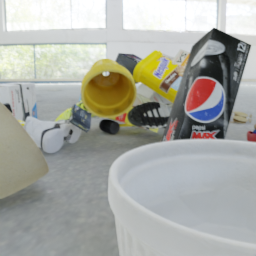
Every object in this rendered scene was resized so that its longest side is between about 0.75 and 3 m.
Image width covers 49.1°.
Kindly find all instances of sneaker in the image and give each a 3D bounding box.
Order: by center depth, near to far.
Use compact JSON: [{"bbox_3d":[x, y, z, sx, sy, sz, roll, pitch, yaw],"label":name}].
[{"bbox_3d":[-2.471,0.032,9.062,1.366,0.893,2.377,15,18,13],"label":"sneaker"},{"bbox_3d":[1.100,-0.365,9.399,2.687,0.893,1.216,-11,-14,-26],"label":"sneaker"},{"bbox_3d":[-1.793,-0.608,10.309,2.426,0.915,0.927,-26,-22,12],"label":"sneaker"}]

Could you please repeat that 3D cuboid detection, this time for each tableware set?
[{"bbox_3d":[5.342,-0.453,13.404,1.018,0.308,1.539,17,23,19],"label":"tableware set"}]

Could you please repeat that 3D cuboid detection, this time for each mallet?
[{"bbox_3d":[0.112,-0.101,11.456,2.564,0.528,0.845,-3,11,-31],"label":"mallet"}]

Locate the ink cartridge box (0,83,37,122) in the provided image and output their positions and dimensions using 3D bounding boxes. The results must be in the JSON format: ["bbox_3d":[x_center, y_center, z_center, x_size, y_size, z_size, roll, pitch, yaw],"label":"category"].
[{"bbox_3d":[-4.991,-0.992,12.167,1.065,1.828,2.528,1,12,6],"label":"ink cartridge box"}]

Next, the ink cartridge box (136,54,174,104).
[{"bbox_3d":[1.360,-1.681,11.169,0.826,1.972,1.431,30,-9,37],"label":"ink cartridge box"}]

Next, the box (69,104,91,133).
[{"bbox_3d":[-1.358,-0.278,8.013,0.611,0.198,0.775,35,26,-24],"label":"box"}]

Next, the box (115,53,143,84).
[{"bbox_3d":[0.152,-2.402,11.371,1.037,0.900,1.697,30,21,11],"label":"box"}]

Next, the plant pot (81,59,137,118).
[{"bbox_3d":[-0.649,-1.374,8.641,1.623,1.623,1.527,-2,37,-9],"label":"plant pot"}]

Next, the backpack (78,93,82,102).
[{"bbox_3d":[-1.820,-2.397,18.560,2.946,1.982,2.689,-3,13,-6],"label":"backpack"}]

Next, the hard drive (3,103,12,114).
[{"bbox_3d":[-6.040,-0.201,10.014,2.982,0.490,2.081,-14,10,11],"label":"hard drive"}]

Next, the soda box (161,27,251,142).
[{"bbox_3d":[1.541,-0.451,5.893,0.948,2.993,1.059,20,-9,-10],"label":"soda box"}]

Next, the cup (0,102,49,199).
[{"bbox_3d":[-2.844,0.513,5.084,2.278,2.278,1.629,13,47,47],"label":"cup"}]

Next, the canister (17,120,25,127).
[{"bbox_3d":[-4.058,0.082,10.153,1.018,0.593,1.371,-9,14,-36],"label":"canister"}]

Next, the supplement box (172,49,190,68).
[{"bbox_3d":[2.299,-1.737,10.744,0.829,1.421,2.254,36,0,38],"label":"supplement box"}]

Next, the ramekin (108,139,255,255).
[{"bbox_3d":[1.151,1.137,3.104,2.746,1.441,2.746,0,13,0],"label":"ramekin"}]

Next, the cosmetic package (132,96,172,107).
[{"bbox_3d":[0.780,-0.970,13.548,2.802,1.222,1.448,12,17,44],"label":"cosmetic package"}]

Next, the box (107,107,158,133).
[{"bbox_3d":[-0.141,-0.519,10.921,2.702,0.677,1.017,17,-1,23],"label":"box"}]

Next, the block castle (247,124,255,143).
[{"bbox_3d":[4.087,0.549,6.731,1.544,1.084,2.310,-1,12,-6],"label":"block castle"}]

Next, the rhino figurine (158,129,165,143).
[{"bbox_3d":[1.190,0.271,7.222,0.658,1.504,0.450,28,-14,6],"label":"rhino figurine"}]

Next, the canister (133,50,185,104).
[{"bbox_3d":[1.258,-1.629,9.138,1.794,0.777,1.333,36,59,17],"label":"canister"}]
